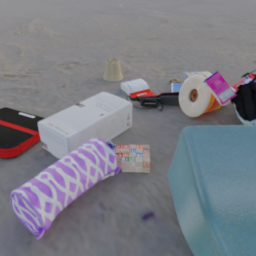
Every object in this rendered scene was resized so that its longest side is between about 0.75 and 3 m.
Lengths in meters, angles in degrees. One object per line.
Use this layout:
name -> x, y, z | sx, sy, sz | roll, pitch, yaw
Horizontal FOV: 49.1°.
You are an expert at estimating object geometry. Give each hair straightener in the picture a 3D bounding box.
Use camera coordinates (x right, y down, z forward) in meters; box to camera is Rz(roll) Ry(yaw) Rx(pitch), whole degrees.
hair straightener -> 1.133, -1.082, 11.023 | 2.403, 0.492, 0.925 | 2, 32, -5

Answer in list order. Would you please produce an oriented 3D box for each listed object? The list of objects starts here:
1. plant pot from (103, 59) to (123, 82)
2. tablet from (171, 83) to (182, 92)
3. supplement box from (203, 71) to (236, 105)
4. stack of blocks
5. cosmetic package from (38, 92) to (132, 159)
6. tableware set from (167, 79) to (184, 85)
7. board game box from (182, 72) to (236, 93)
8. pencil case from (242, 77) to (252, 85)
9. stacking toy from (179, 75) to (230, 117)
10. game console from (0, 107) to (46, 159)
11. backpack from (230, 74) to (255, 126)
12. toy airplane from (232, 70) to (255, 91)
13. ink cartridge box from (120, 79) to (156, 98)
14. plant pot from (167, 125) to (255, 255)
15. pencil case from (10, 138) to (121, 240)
plant pot -> -0.743, -2.818, 13.460 | 0.963, 0.882, 0.963 | 0, 33, 0
tablet -> 2.791, -1.548, 12.001 | 1.871, 0.128, 1.217 | 9, 33, 2
supplement box -> 2.990, -1.289, 9.179 | 0.516, 0.999, 0.506 | -35, -5, 7
stack of blocks -> -0.069, 0.867, 8.045 | 1.368, 0.401, 0.788 | 1, 32, 2
cosmetic package -> -1.282, -0.111, 9.028 | 1.428, 1.040, 2.810 | 23, 38, 32
tableware set -> 2.394, -2.124, 12.980 | 1.048, 0.210, 0.692 | 22, 38, 30
board game box -> 3.485, -1.904, 12.251 | 1.348, 0.343, 2.005 | -6, 35, -23
pencil case -> 5.410, -1.006, 10.501 | 1.121, 1.100, 2.622 | 11, 17, -48
stacking toy -> 3.164, -1.138, 10.681 | 2.127, 1.554, 1.554 | 3, 28, -30
game console -> -4.058, 0.080, 9.407 | 2.589, 0.402, 2.290 | 15, 30, 21
backpack -> 4.460, -0.694, 9.040 | 1.958, 1.846, 2.401 | -36, 4, 26
toy airplane -> 5.847, -1.746, 11.843 | 2.558, 0.470, 2.558 | -8, 41, 7
ink cartridge box -> 0.426, -1.712, 12.234 | 1.063, 0.314, 1.328 | -16, 34, -24
plant pot -> 2.134, 1.503, 5.384 | 2.265, 2.259, 2.307 | -1, 55, -2
pencil case -> -1.408, 1.304, 6.772 | 1.178, 1.157, 2.756 | 50, 49, 6
